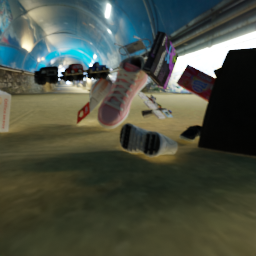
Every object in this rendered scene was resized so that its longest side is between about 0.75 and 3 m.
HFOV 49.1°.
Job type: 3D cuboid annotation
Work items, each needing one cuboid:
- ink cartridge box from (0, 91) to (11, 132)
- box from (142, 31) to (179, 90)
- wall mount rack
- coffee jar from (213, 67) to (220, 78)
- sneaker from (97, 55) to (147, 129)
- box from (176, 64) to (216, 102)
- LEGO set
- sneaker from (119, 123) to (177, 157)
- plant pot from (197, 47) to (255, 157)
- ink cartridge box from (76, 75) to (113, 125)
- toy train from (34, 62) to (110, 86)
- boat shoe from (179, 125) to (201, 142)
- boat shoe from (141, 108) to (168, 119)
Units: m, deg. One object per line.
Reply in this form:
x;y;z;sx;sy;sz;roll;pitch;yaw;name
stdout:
-4.532;-0.562;8.456;1.199;1.231;1.915;19;15;38;ink cartridge box
1.123;-2.160;9.286;0.334;1.322;1.849;21;0;26;box
0.119;-2.506;8.706;1.127;0.420;0.979;-14;-37;26;wall mount rack
3.348;-1.633;9.744;0.529;1.014;0.433;-12;10;44;coffee jar
-0.201;-1.327;9.287;1.020;2.709;1.416;27;-25;15;sneaker
2.517;-1.435;9.500;1.567;0.781;0.748;34;10;20;box
1.064;-0.792;11.137;1.403;0.461;1.879;50;24;19;LEGO set
0.383;0.296;6.198;0.683;0.633;1.685;8;7;-34;sneaker
3.408;-0.670;6.581;2.593;2.306;2.599;8;11;38;plant pot
-1.419;-1.192;10.761;1.997;0.501;1.620;-42;21;9;ink cartridge box
-1.435;-1.484;7.506;2.204;0.505;0.376;-13;17;-35;toy train
1.691;0.132;7.504;0.408;0.340;1.093;24;23;31;boat shoe
1.064;-0.681;11.333;1.103;0.314;0.369;-16;-17;-14;boat shoe
